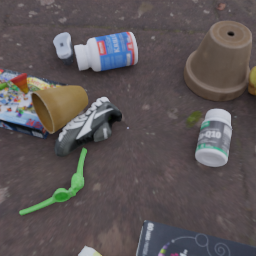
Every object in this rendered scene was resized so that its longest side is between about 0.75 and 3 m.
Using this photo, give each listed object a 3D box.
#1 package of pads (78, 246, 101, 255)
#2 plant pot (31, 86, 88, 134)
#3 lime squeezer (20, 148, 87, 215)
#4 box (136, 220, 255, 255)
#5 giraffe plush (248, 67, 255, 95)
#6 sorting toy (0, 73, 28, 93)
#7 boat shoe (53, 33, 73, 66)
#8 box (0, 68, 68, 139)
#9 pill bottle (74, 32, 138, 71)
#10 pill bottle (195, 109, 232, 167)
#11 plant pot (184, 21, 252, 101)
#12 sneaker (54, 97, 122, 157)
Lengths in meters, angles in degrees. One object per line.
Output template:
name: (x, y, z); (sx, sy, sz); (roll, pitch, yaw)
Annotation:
package of pads: (-0.736, 3.486, 6.336); (1.340, 0.457, 1.035); (30, 62, 18)
plant pot: (-1.851, -0.668, 7.967); (1.331, 1.240, 1.240); (-28, 61, -30)
lime squeezer: (-1.768, 1.560, 7.596); (0.871, 0.465, 2.467); (34, 64, 20)
box: (1.481, 3.237, 5.886); (2.779, 1.474, 1.699); (11, 58, 6)
giraffe plush: (4.881, -0.898, 8.410); (2.372, 2.047, 1.924); (2, 68, 22)
sorting toy: (-3.763, -1.056, 8.561); (1.698, 0.585, 0.589); (-33, 26, -19)
boat shoe: (-2.309, -2.910, 10.369); (0.640, 0.607, 1.832); (-22, 44, -2)
box: (-3.590, -0.887, 9.120); (2.805, 0.529, 1.916); (14, 58, 9)
pill bottle: (-0.784, -2.639, 9.889); (2.063, 1.158, 1.158); (-14, 58, -9)
pill bottle: (2.525, 0.266, 8.173); (0.875, 0.875, 1.548); (15, 58, 9)
plant pot: (3.085, -2.305, 9.205); (2.238, 1.952, 2.238); (0, 58, 0)
sneaker: (-1.086, 0.062, 8.324); (1.094, 0.803, 2.417); (32, 60, 24)
